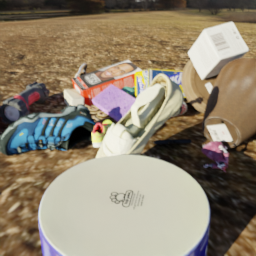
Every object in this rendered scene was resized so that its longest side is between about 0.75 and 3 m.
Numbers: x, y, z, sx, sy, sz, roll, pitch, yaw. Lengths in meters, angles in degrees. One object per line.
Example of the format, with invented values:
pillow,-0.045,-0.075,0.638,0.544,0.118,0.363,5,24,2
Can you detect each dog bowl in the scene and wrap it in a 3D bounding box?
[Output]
dog bowl,-0.059,1.655,4.899,2.840,1.118,2.840,0,26,0

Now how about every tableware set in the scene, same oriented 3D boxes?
tableware set,-1.106,-0.638,10.553,0.814,0.247,1.232,-20,33,-35

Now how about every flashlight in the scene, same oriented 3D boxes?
flashlight,-3.763,-0.967,10.594,0.956,0.953,2.814,12,22,3

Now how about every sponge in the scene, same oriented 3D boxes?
sponge,-0.432,-0.890,10.229,1.039,0.278,1.863,-41,47,-14

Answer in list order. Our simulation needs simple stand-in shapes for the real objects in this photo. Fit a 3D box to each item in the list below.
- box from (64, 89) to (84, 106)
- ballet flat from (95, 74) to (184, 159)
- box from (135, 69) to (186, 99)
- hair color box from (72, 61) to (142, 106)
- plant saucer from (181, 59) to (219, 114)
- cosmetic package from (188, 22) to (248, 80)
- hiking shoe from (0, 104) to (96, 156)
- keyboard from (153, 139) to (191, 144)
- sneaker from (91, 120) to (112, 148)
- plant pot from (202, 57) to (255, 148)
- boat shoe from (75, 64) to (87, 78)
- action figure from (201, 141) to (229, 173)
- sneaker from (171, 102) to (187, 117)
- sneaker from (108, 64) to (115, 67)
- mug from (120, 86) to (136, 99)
box,-2.170,-1.106,11.149,0.467,0.570,1.200,-8,28,-26
ballet flat,0.112,-0.050,6.419,2.942,1.022,1.022,-50,43,-8
box,1.746,-1.655,10.846,2.998,1.050,0.964,-3,5,-31
hair color box,-0.835,-1.902,11.772,2.684,0.822,1.362,-22,40,-18
plant saucer,3.196,-1.680,10.463,2.474,2.474,0.364,-7,-7,-15
cosmetic package,3.029,-2.607,9.619,1.180,1.178,1.430,-20,-12,-16
hiking shoe,-2.199,0.182,8.004,2.833,1.054,1.228,-23,51,-22
keyboard,1.305,0.405,8.247,1.063,0.136,0.638,-2,-3,-2
sneaker,-0.696,0.043,7.687,0.439,0.507,1.123,-6,30,19
plant pot,3.324,-0.558,8.598,2.277,2.277,2.436,19,50,34
boat shoe,-2.026,-2.459,12.477,0.307,0.847,0.306,31,1,39
action figure,2.392,0.835,7.474,0.769,0.692,1.033,35,23,-33
sneaker,1.158,-0.741,10.395,2.013,0.672,1.079,5,10,30
sneaker,-0.703,-3.409,15.906,0.452,0.502,1.290,14,30,27
mug,0.074,-1.319,11.204,0.556,0.900,0.739,21,-1,40
